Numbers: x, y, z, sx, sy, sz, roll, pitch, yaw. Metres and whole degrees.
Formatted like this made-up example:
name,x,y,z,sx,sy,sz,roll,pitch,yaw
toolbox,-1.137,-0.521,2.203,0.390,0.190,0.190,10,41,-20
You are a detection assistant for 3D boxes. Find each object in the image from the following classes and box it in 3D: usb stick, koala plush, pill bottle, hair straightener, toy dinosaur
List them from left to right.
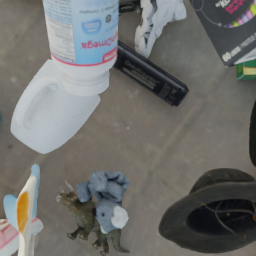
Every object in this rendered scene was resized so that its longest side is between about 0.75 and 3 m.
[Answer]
name,x,y,z,sx,sy,sz,roll,pitch,yaw
pill bottle,-0.557,-1.216,3.468,0.860,1.582,0.860,2,43,-2
toy dinosaur,-0.682,2.233,6.638,2.306,0.888,1.179,33,54,-11
koala plush,-0.351,1.403,5.201,0.937,0.905,1.020,6,58,-34
hair straightener,0.140,-3.195,7.120,1.788,0.366,0.688,-11,55,-5
usb stick,0.308,-1.451,7.023,2.574,0.714,0.420,34,43,2

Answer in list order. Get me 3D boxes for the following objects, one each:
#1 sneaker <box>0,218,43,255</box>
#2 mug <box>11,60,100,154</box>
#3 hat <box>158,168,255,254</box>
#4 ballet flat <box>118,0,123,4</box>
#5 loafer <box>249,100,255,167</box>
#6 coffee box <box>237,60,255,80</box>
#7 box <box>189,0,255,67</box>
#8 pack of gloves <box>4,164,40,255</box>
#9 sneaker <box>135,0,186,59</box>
name,x,y,z,sx,sy,sz,roll,pitch,yaw
sneaker,-3.381,2.434,6.350,2.883,1.085,1.507,-33,86,16
mug,-1.408,-0.342,4.913,1.199,1.623,1.423,35,85,9
hat,1.390,1.130,4.271,2.001,2.001,0.807,-2,45,0
ballet flat,-1.209,-2.665,5.353,2.475,0.574,0.834,5,42,5
loafer,2.533,-0.537,4.080,0.937,0.943,2.591,14,110,3
coffee box,3.493,-2.383,7.133,1.397,0.500,2.273,1,86,0
box,1.412,-1.926,3.296,1.056,1.217,1.991,-19,79,-33
pack of gloves,-1.713,1.853,4.093,0.584,2.958,2.485,6,88,-15
sneaker,0.818,-2.604,7.012,1.073,0.701,1.866,4,105,-17
